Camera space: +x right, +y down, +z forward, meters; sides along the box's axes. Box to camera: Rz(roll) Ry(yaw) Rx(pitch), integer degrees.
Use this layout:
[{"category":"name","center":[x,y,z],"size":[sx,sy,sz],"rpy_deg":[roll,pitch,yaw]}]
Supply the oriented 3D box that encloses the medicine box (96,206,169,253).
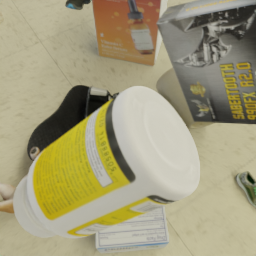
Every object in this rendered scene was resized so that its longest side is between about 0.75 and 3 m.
[{"category":"medicine box","center":[0.030,1.911,6.511],"size":[1.535,0.867,1.685],"rpy_deg":[-4,61,-2]}]

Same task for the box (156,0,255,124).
[{"category":"box","center":[1.698,-1.015,4.641],"size":[1.795,2.266,0.548],"rpy_deg":[4,49,36]}]

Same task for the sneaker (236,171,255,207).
[{"category":"sneaker","center":[3.152,1.535,6.948],"size":[0.425,0.490,1.105],"rpy_deg":[-27,64,-15]}]

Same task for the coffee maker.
[{"category":"coffee maker","center":[-0.284,-0.307,7.629],"size":[1.706,1.149,1.638],"rpy_deg":[2,61,2]}]

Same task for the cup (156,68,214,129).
[{"category":"cup","center":[1.913,-0.816,7.570],"size":[1.991,1.991,1.424],"rpy_deg":[-14,73,-8]}]

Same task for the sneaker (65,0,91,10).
[{"category":"sneaker","center":[-1.435,-3.780,8.034],"size":[0.488,0.546,1.334],"rpy_deg":[16,39,1]}]

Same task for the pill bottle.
[{"category":"pill bottle","center":[-0.485,0.700,4.080],"size":[2.711,1.509,1.509],"rpy_deg":[-32,56,31]}]

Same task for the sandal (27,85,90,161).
[{"category":"sandal","center":[-1.715,-0.088,7.886],"size":[1.111,0.666,2.957],"rpy_deg":[21,48,5]}]

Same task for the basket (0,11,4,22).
[{"category":"basket","center":[-4.976,-4.180,10.196],"size":[0.773,0.524,0.477],"rpy_deg":[38,65,19]}]

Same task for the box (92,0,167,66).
[{"category":"box","center":[0.088,-3.411,8.557],"size":[1.967,2.583,1.373],"rpy_deg":[12,61,8]}]

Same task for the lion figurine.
[{"category":"lion figurine","center":[-2.297,1.421,6.706],"size":[2.561,1.568,0.928],"rpy_deg":[-25,51,4]}]
